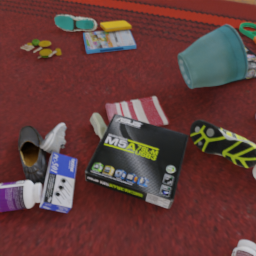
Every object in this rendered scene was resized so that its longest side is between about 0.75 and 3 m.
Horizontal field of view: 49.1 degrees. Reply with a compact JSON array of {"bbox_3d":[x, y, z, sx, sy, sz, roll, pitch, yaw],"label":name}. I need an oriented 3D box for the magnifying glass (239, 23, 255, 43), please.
[{"bbox_3d":[6.896,-5.010,15.280,1.100,0.310,2.765,-2,45,-3],"label":"magnifying glass"}]

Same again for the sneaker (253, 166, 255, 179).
[{"bbox_3d":[5.025,1.381,9.034,2.143,0.826,0.877,2,20,0],"label":"sneaker"}]

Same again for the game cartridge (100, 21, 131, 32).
[{"bbox_3d":[-0.709,-5.722,15.766,1.477,0.240,1.302,-10,36,-15],"label":"game cartridge"}]

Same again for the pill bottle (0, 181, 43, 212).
[{"bbox_3d":[-3.299,2.001,8.230,1.448,0.814,0.814,-6,47,-5],"label":"pill bottle"}]

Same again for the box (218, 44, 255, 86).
[{"bbox_3d":[4.753,-3.026,13.148,2.650,0.587,2.123,-13,48,-12],"label":"box"}]

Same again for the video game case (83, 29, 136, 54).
[{"bbox_3d":[-1.027,-4.658,14.955,2.578,0.230,1.845,-8,48,-8],"label":"video game case"}]

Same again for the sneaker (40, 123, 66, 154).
[{"bbox_3d":[-2.508,0.439,9.827,0.644,0.706,1.722,-37,17,23],"label":"sneaker"}]

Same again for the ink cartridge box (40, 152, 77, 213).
[{"bbox_3d":[-2.111,1.658,8.623,0.836,0.393,1.778,20,42,-21],"label":"ink cartridge box"}]

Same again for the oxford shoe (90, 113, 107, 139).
[{"bbox_3d":[-1.047,0.071,10.381,0.523,0.402,1.391,12,42,-49],"label":"oxford shoe"}]

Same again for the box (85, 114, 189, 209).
[{"bbox_3d":[0.376,0.956,9.229,2.798,0.665,2.702,17,51,9],"label":"box"}]

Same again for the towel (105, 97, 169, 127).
[{"bbox_3d":[0.323,-0.534,11.031,2.232,0.254,1.608,-11,48,-10],"label":"towel"}]

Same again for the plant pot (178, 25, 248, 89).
[{"bbox_3d":[3.207,-2.598,11.135,2.104,2.239,2.239,-23,48,3],"label":"plant pot"}]

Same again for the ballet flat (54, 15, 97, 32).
[{"bbox_3d":[-2.914,-5.851,15.850,2.440,0.875,0.875,11,47,7],"label":"ballet flat"}]

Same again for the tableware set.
[{"bbox_3d":[-4.357,-4.029,14.348,2.004,0.308,1.350,19,46,18],"label":"tableware set"}]

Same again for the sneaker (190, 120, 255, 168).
[{"bbox_3d":[3.300,0.561,9.662,1.018,1.004,2.664,4,24,-49],"label":"sneaker"}]

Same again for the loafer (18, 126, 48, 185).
[{"bbox_3d":[-3.222,0.704,9.391,0.915,0.908,2.513,-20,49,-16],"label":"loafer"}]

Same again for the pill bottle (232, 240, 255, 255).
[{"bbox_3d":[2.872,3.434,6.946,0.660,0.660,1.169,22,48,20],"label":"pill bottle"}]
